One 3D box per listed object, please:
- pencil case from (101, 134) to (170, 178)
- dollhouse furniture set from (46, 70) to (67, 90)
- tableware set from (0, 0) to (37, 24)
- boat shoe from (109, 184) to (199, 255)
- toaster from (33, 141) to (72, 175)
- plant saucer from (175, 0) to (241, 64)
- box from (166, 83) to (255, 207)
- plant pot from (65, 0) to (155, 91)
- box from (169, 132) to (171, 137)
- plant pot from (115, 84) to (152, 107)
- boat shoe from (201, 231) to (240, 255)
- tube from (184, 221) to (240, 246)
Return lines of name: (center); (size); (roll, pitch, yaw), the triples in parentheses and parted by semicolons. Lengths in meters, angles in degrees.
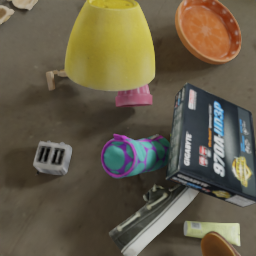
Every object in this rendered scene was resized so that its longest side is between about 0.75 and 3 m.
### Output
pencil case: (0.294, 0.662, 7.204); (0.946, 2.222, 1.027); (11, 96, 30)
dollhouse furniture set: (-1.936, -1.614, 9.107); (1.247, 0.647, 0.552); (-7, 107, -3)
tableware set: (-4.783, -4.866, 10.562); (2.479, 0.288, 2.070); (34, 71, 13)
boat shoe: (0.839, 1.963, 7.201); (2.988, 1.056, 0.951); (-38, 71, -18)
toaster: (-2.147, 0.880, 7.960); (0.879, 0.577, 0.973); (8, 68, 4)
plant saucer: (2.686, -3.290, 9.448); (2.533, 0.409, 2.533); (7, 71, -21)
box: (2.252, 0.380, 7.398); (2.249, 0.651, 2.830); (22, 54, -11)
plant pot: (-0.428, -2.292, 7.148); (2.445, 1.735, 2.445); (3, 38, -2)
box: (1.927, 0.399, 8.353); (0.696, 0.219, 1.264); (-41, 73, -16)
plant pot: (0.159, -1.148, 8.330); (1.100, 1.100, 0.984); (-2, 91, -1)
boat shoe: (2.516, 3.434, 6.740); (0.742, 0.741, 2.109); (-36, 77, 25)
tube: (2.209, 2.718, 7.327); (1.453, 0.377, 0.422); (6, 107, -1)
